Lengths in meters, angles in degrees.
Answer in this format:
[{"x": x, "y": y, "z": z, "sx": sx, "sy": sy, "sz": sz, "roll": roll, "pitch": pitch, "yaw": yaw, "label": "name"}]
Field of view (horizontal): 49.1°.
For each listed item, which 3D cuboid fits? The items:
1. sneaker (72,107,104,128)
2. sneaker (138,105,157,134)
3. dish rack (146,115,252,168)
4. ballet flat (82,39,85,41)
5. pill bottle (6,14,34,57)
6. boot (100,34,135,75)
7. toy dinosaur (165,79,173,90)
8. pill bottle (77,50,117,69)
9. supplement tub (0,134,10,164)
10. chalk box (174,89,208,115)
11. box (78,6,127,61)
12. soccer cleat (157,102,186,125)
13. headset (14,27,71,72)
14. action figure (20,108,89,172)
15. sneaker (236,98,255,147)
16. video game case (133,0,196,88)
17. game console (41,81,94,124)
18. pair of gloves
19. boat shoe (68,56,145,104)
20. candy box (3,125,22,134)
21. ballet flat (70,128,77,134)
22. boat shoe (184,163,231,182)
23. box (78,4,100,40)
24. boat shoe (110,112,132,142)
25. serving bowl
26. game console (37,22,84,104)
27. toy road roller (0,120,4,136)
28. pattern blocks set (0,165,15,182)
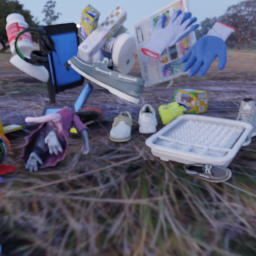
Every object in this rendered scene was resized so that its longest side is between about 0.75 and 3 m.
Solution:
[{"x": -1.985, "y": -0.392, "z": 11.853, "sx": 2.141, "sy": 0.757, "sz": 1.046, "roll": -9, "pitch": 17, "yaw": -20, "label": "sneaker"}, {"x": 0.845, "y": -0.501, "z": 11.687, "sx": 0.820, "sy": 1.045, "sz": 2.104, "roll": 0, "pitch": 16, "yaw": 0, "label": "sneaker"}, {"x": 2.235, "y": 0.425, "z": 8.645, "sx": 2.526, "sy": 0.641, "sz": 2.943, "roll": 10, "pitch": 27, "yaw": 34, "label": "dish rack"}, {"x": -1.916, "y": -4.237, "z": 13.791, "sx": 0.366, "sy": 1.054, "sz": 0.366, "roll": -33, "pitch": 19, "yaw": 13, "label": "ballet flat"}, {"x": -3.965, "y": -3.369, "z": 10.213, "sx": 0.803, "sy": 1.430, "sz": 0.803, "roll": -18, "pitch": -14, "yaw": -5, "label": "pill bottle"}, {"x": -0.506, "y": -2.826, "z": 10.108, "sx": 1.273, "sy": 1.025, "sz": 2.818, "roll": 38, "pitch": -5, "yaw": 5, "label": "boot"}, {"x": 2.116, "y": -2.831, "z": 13.941, "sx": 0.619, "sy": 1.150, "sz": 2.609, "roll": 35, "pitch": 26, "yaw": -25, "label": "toy dinosaur"}, {"x": -1.259, "y": -3.136, "z": 12.507, "sx": 1.911, "sy": 1.039, "sz": 1.039, "roll": -12, "pitch": 20, "yaw": -40, "label": "pill bottle"}, {"x": -3.747, "y": 0.689, "z": 7.158, "sx": 0.934, "sy": 0.934, "sz": 1.525, "roll": 2, "pitch": 14, "yaw": 8, "label": "supplement tub"}, {"x": 3.164, "y": -1.462, "z": 14.948, "sx": 1.131, "sy": 1.124, "sz": 1.813, "roll": -14, "pitch": 21, "yaw": -43, "label": "chalk box"}, {"x": -0.856, "y": -3.343, "z": 9.856, "sx": 0.440, "sy": 2.272, "sz": 0.471, "roll": 34, "pitch": -18, "yaw": 13, "label": "box"}, {"x": 2.060, "y": -0.753, "z": 12.780, "sx": 1.073, "sy": 0.829, "sz": 2.565, "roll": -12, "pitch": 8, "yaw": 23, "label": "soccer cleat"}, {"x": -2.485, "y": -2.196, "z": 8.224, "sx": 1.673, "sy": 1.033, "sz": 0.786, "roll": 24, "pitch": 26, "yaw": -33, "label": "headset"}, {"x": -2.248, "y": 0.008, "z": 8.447, "sx": 1.871, "sy": 2.080, "sz": 2.794, "roll": -3, "pitch": 29, "yaw": 11, "label": "action figure"}, {"x": 4.106, "y": -0.305, "z": 10.139, "sx": 0.981, "sy": 1.510, "sz": 2.615, "roll": 11, "pitch": 19, "yaw": 35, "label": "sneaker"}, {"x": 1.344, "y": -3.046, "z": 10.308, "sx": 2.364, "sy": 2.597, "sz": 0.308, "roll": -14, "pitch": -6, "yaw": 39, "label": "video game case"}, {"x": -2.950, "y": -1.318, "z": 13.469, "sx": 2.406, "sy": 1.668, "sz": 2.819, "roll": -2, "pitch": 15, "yaw": -12, "label": "game console"}, {"x": 1.883, "y": -2.632, "z": 8.620, "sx": 2.739, "sy": 2.202, "sz": 0.312, "roll": 33, "pitch": -15, "yaw": 23, "label": "pair of gloves"}, {"x": -0.728, "y": -1.875, "z": 9.652, "sx": 2.916, "sy": 0.901, "sz": 1.062, "roll": 31, "pitch": 13, "yaw": 15, "label": "boat shoe"}, {"x": -4.898, "y": 0.068, "z": 11.354, "sx": 0.520, "sy": 0.134, "sz": 1.017, "roll": 11, "pitch": 20, "yaw": 33, "label": "candy box"}, {"x": -2.319, "y": 0.035, "z": 11.126, "sx": 0.979, "sy": 0.328, "sz": 0.327, "roll": 3, "pitch": 16, "yaw": 11, "label": "ballet flat"}, {"x": 1.956, "y": 1.096, "z": 7.039, "sx": 1.159, "sy": 0.421, "sz": 0.363, "roll": 3, "pitch": -18, "yaw": 36, "label": "boat shoe"}, {"x": -1.379, "y": -3.605, "z": 9.776, "sx": 0.503, "sy": 0.461, "sz": 1.435, "roll": 38, "pitch": -18, "yaw": -3, "label": "box"}, {"x": -0.266, "y": -0.079, "z": 10.735, "sx": 0.823, "sy": 0.753, "sz": 2.201, "roll": 1, "pitch": 16, "yaw": 2, "label": "boat shoe"}, {"x": -3.145, "y": -2.015, "z": 9.158, "sx": 1.293, "sy": 0.425, "sz": 1.293, "roll": 32, "pitch": 5, "yaw": -3, "label": "serving bowl"}, {"x": -2.692, "y": -2.795, "z": 11.759, "sx": 1.692, "sy": 2.907, "sz": 2.556, "roll": -9, "pitch": 25, "yaw": -11, "label": "game console"}, {"x": -5.495, "y": -0.492, "z": 10.055, "sx": 1.515, "sy": 1.800, "sz": 2.466, "roll": -15, "pitch": 21, "yaw": -24, "label": "toy road roller"}, {"x": -4.050, "y": 1.263, "z": 7.089, "sx": 1.865, "sy": 0.151, "sz": 1.639, "roll": 2, "pitch": 15, "yaw": 5, "label": "pattern blocks set"}]
